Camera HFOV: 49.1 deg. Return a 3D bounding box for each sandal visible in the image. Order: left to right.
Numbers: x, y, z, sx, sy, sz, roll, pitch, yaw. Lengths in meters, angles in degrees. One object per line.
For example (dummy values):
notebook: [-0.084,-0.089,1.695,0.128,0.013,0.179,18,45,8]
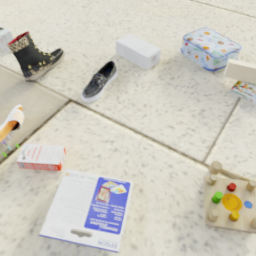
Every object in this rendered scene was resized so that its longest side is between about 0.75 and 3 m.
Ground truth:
sandal: [-4.390,-0.085,10.722,0.518,0.693,1.808,16,51,5]

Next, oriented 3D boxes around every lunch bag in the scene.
lunch bag: [4.120,-3.901,13.866,2.184,1.030,2.726,-24,53,-22]

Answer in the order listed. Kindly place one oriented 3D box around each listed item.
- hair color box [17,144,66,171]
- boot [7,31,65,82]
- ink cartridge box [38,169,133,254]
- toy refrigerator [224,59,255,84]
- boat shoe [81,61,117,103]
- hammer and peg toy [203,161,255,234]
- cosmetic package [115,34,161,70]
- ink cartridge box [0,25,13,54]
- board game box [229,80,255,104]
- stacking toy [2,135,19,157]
hair color box: [-3.047,1.045,9.948,1.488,0.476,0.825,4,48,2]
boot: [-4.171,-3.514,12.870,0.921,1.895,2.516,14,50,41]
ink cartridge box: [-1.179,2.504,8.575,2.317,0.551,2.345,11,48,5]
toy refrigerator: [5.308,-2.477,12.480,1.845,0.700,0.645,15,34,10]
boat shoe: [-1.259,-2.139,12.448,0.872,0.826,2.495,26,54,21]
hammer and peg toy: [3.282,2.052,8.831,1.763,0.845,2.396,8,50,7]
cosmetic package: [0.468,-3.806,13.921,2.126,0.787,1.081,35,55,28]
ink cartridge box: [-6.545,-4.664,14.472,1.455,1.060,0.602,34,57,25]
board game box: [5.405,-1.577,12.335,1.540,0.267,0.972,31,55,24]
stacking toy: [-4.537,0.674,10.477,0.812,0.191,0.612,37,60,25]
